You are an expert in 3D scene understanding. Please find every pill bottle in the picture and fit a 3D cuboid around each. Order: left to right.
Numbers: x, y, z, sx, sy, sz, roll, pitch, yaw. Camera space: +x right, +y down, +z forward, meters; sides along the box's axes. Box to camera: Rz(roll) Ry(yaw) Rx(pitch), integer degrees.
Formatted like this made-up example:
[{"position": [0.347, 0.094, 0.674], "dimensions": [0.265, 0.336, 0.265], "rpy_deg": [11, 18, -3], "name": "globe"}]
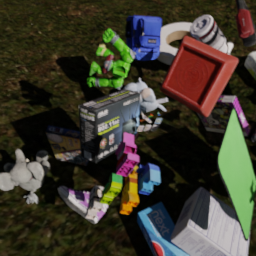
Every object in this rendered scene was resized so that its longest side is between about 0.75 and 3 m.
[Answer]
[{"position": [3.214, -3.472, 10.947], "dimensions": [0.951, 1.717, 0.951], "rpy_deg": [-23, 51, 32], "name": "pill bottle"}]

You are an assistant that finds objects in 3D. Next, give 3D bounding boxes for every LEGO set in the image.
[{"position": [-0.078, 1.215, 7.043], "dimensions": [1.132, 2.969, 1.218], "rpy_deg": [17, 45, -17], "name": "LEGO set"}, {"position": [0.621, -0.199, 8.061], "dimensions": [0.630, 0.843, 0.207], "rpy_deg": [-1, 55, -16], "name": "LEGO set"}]

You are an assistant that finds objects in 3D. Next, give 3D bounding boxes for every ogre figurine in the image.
[{"position": [-0.482, -1.783, 8.003], "dimensions": [1.044, 1.742, 0.854], "rpy_deg": [25, 12, -3], "name": "ogre figurine"}]

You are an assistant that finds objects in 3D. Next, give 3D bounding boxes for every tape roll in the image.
[{"position": [2.676, -4.238, 14.098], "dimensions": [3.008, 0.550, 3.008], "rpy_deg": [-3, 52, 4], "name": "tape roll"}]

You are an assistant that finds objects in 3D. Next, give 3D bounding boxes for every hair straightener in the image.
[{"position": [3.984, -3.793, 9.732], "dimensions": [0.545, 1.025, 2.663], "rpy_deg": [-23, 51, 29], "name": "hair straightener"}]

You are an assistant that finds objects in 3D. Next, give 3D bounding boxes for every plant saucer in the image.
[{"position": [1.918, -1.529, 8.221], "dimensions": [1.859, 1.855, 0.341], "rpy_deg": [36, 24, 29], "name": "plant saucer"}]

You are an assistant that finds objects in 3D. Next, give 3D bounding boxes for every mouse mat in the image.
[{"position": [2.663, 1.071, 6.688], "dimensions": [0.098, 2.612, 2.102], "rpy_deg": [-9, 30, 36], "name": "mouse mat"}]

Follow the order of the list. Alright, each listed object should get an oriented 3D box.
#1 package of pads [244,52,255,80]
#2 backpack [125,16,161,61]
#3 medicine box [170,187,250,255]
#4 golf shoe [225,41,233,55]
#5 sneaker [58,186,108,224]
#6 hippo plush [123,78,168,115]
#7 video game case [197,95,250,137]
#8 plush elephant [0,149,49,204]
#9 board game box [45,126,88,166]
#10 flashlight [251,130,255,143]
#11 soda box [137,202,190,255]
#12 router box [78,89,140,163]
[{"position": [7.055, -2.848, 13.032], "dimensions": [2.596, 0.885, 2.006], "rpy_deg": [-13, 54, -9], "name": "package of pads"}, {"position": [0.534, -3.066, 9.710], "dimensions": [1.202, 1.479, 1.241], "rpy_deg": [-2, 19, -17], "name": "backpack"}, {"position": [2.432, 2.992, 8.095], "dimensions": [1.853, 0.954, 1.688], "rpy_deg": [36, 38, 7], "name": "medicine box"}, {"position": [4.632, -3.248, 13.457], "dimensions": [1.026, 0.844, 2.172], "rpy_deg": [34, 69, 15], "name": "golf shoe"}, {"position": [-1.470, 2.339, 9.425], "dimensions": [1.738, 0.630, 0.991], "rpy_deg": [33, 54, 14], "name": "sneaker"}, {"position": [0.533, -1.446, 11.638], "dimensions": [1.843, 1.468, 1.482], "rpy_deg": [-15, 56, -10], "name": "hippo plush"}, {"position": [3.003, -0.415, 9.179], "dimensions": [1.523, 1.680, 0.301], "rpy_deg": [10, 58, 45], "name": "video game case"}, {"position": [-3.510, 1.455, 9.448], "dimensions": [1.605, 1.508, 1.948], "rpy_deg": [-15, 55, -11], "name": "plush elephant"}, {"position": [-2.099, 0.670, 9.863], "dimensions": [1.211, 1.788, 0.309], "rpy_deg": [11, 54, 8], "name": "board game box"}, {"position": [5.208, 0.096, 11.148], "dimensions": [0.369, 0.370, 1.090], "rpy_deg": [-1, 49, 46], "name": "flashlight"}, {"position": [1.201, 3.605, 8.287], "dimensions": [0.866, 0.819, 2.553], "rpy_deg": [-21, 55, -15], "name": "soda box"}, {"position": [-0.472, -0.126, 7.942], "dimensions": [0.628, 1.515, 2.021], "rpy_deg": [18, 29, 32], "name": "router box"}]
